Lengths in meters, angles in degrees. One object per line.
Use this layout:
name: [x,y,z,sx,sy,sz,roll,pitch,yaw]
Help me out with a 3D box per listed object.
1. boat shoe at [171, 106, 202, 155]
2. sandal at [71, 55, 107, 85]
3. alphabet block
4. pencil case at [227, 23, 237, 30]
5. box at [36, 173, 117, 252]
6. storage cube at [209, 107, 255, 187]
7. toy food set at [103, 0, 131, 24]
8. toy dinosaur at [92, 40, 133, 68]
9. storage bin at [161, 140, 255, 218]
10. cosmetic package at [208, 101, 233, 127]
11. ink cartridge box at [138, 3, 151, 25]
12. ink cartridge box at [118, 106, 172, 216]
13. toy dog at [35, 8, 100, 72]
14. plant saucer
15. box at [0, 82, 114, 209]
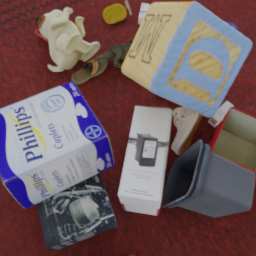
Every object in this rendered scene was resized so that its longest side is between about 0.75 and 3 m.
boat shoe: [2.101,-0.337,10.346,1.020,1.042,2.944,22,60,16]
sandal: [-1.589,-2.471,11.650,1.812,0.489,0.728,-37,69,-17]
alphabet block: [1.702,-2.233,9.036,2.613,2.676,2.627,21,103,-29]
pencil case: [3.548,-4.312,12.283,2.348,1.020,0.916,17,50,7]
box: [-1.662,2.394,8.786,2.079,1.311,2.115,-18,65,-11]
storage cube: [3.643,0.775,9.263,1.779,1.871,2.081,26,65,12]
toy food set: [-0.541,-5.330,13.160,1.381,0.451,0.812,-25,90,-10]
toy dinosaur: [-0.169,-3.104,11.839,2.775,1.068,1.419,-22,54,-4]
storage bin: [2.411,1.673,8.521,1.842,2.743,1.996,22,65,-2]
cosmetic package: [3.529,-0.527,10.678,0.978,0.496,0.348,-40,69,-19]
ink cartridge box: [0.897,-5.305,13.107,0.725,0.409,0.987,9,63,4]
ink cartridge box: [0.606,1.065,8.956,1.223,2.130,2.933,7,63,8]
toy dog: [-2.738,-3.809,11.754,1.749,2.430,2.507,-7,57,-54]
plant saucer: [-3.148,-4.316,12.695,1.514,0.278,1.511,37,69,16]
box: [-2.333,0.382,8.394,2.907,1.525,2.673,-25,53,-14]
